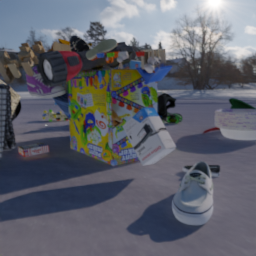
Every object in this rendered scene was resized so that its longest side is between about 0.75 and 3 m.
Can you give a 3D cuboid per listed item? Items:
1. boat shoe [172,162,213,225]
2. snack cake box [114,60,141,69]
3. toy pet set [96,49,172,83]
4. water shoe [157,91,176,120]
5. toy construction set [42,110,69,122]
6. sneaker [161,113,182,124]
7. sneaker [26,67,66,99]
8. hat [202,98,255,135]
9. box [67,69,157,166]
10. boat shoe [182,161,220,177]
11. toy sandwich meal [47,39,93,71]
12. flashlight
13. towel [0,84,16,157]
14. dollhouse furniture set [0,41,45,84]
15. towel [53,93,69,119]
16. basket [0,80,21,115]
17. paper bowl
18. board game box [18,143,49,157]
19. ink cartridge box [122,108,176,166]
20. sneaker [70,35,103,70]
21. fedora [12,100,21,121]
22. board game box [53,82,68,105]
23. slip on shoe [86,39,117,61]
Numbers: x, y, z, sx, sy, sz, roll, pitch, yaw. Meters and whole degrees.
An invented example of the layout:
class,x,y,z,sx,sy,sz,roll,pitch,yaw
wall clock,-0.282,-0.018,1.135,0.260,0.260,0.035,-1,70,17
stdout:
class,x,y,z,sx,sy,sz,roll,pitch,yaw
boat shoe,1.232,1.120,5.292,0.716,0.650,1.947,2,9,15
snack cake box,-0.197,-1.426,11.088,0.998,1.708,2.971,-4,-2,-31
toy pet set,0.265,-1.574,7.317,1.514,0.861,1.621,-18,22,-40
water shoe,1.155,-0.719,11.957,1.020,0.924,2.584,25,52,26
toy construction set,-4.435,-0.849,17.921,1.905,0.878,1.249,-19,17,-33
sneaker,2.235,-0.639,16.626,1.873,0.731,0.798,4,10,22
sneaker,-3.007,-1.629,9.885,1.846,1.052,0.669,9,27,33
hat,5.201,0.061,13.754,2.688,2.366,2.226,35,2,2
box,-0.600,-0.483,9.031,1.697,2.679,2.781,-7,12,-36
boat shoe,1.852,1.012,7.119,0.932,0.318,0.344,5,10,30
toy sandwich meal,-1.881,-2.433,10.054,2.132,2.132,0.730,-6,-24,-34
flashlight,-1.208,-1.964,8.329,2.873,0.976,0.973,-24,54,-40
towel,-5.135,-0.311,9.258,2.825,2.340,1.209,1,4,9
dollhouse furniture set,-3.373,-1.989,8.881,1.350,0.879,1.241,-4,46,10
towel,-2.193,-0.640,11.708,1.249,2.238,0.543,23,65,36
basket,-5.510,-1.164,10.655,2.234,1.378,1.514,39,29,-6
paper bowl,4.864,-0.169,11.977,2.269,1.180,2.269,0,9,0
board game box,-3.044,0.682,8.967,0.771,0.236,1.017,-10,7,-28
ink cartridge box,0.503,0.214,6.936,0.498,1.181,0.854,-4,-31,-48
sneaker,-1.428,-2.481,9.171,1.498,0.581,0.647,44,14,-48
fedora,-6.304,-0.565,13.149,2.684,2.684,1.226,-6,44,-34
board game box,-2.243,-1.861,11.567,1.447,2.153,0.368,-1,46,-23
slip on shoe,-0.694,-2.088,7.495,0.919,0.340,0.281,-27,-13,14
